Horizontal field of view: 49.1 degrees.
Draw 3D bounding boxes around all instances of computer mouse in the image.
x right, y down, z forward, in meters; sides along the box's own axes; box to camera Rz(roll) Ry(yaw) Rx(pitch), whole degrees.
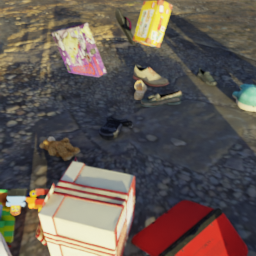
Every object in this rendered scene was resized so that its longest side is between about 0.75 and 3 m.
[{"bbox_3d":[-0.579,0.097,10.821,1.126,0.429,1.626,13,27,17],"label":"computer mouse"}]

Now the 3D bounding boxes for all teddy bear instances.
[{"bbox_3d":[-2.421,0.680,9.920,1.056,0.486,1.456,-27,45,-35],"label":"teddy bear"}]

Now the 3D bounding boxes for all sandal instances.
[{"bbox_3d":[-0.066,-4.586,12.612,0.388,1.721,0.646,-36,29,-9],"label":"sandal"},{"bbox_3d":[0.580,-1.980,13.454,0.610,0.547,1.663,4,37,6],"label":"sandal"}]

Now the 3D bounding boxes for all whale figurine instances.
[{"bbox_3d":[5.484,-1.555,12.484,1.541,1.005,1.937,8,38,11],"label":"whale figurine"}]

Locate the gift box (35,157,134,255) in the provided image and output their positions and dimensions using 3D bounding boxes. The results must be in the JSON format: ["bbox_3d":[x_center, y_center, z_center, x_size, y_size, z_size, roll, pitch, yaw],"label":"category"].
[{"bbox_3d":[-0.970,1.965,6.871,1.987,2.128,1.964,8,32,13],"label":"gift box"}]

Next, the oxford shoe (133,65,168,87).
[{"bbox_3d":[1.111,-2.637,14.170,2.008,0.751,0.707,19,41,24],"label":"oxford shoe"}]

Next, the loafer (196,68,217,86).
[{"bbox_3d":[4.010,-2.606,14.338,0.486,0.502,1.431,-16,39,-20],"label":"loafer"}]

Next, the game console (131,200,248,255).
[{"bbox_3d":[1.522,2.977,7.044,2.153,1.278,1.856,-26,75,-30],"label":"game console"}]

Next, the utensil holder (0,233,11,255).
[{"bbox_3d":[-3.270,3.115,6.103,1.344,1.142,1.142,-24,43,-25],"label":"utensil holder"}]

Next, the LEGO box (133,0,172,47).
[{"bbox_3d":[0.855,-3.797,10.218,0.571,1.481,1.103,9,15,-33],"label":"LEGO box"}]

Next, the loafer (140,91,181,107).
[{"bbox_3d":[1.467,-1.370,12.586,1.891,0.595,0.679,-5,37,-7],"label":"loafer"}]

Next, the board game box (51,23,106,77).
[{"bbox_3d":[-1.679,-2.503,9.152,0.416,1.545,2.575,-36,28,-20],"label":"board game box"}]

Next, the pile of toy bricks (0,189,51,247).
[{"bbox_3d":[-3.235,2.332,7.197,2.895,1.606,1.429,3,74,-13],"label":"pile of toy bricks"}]
